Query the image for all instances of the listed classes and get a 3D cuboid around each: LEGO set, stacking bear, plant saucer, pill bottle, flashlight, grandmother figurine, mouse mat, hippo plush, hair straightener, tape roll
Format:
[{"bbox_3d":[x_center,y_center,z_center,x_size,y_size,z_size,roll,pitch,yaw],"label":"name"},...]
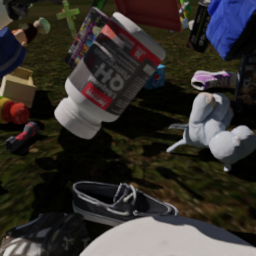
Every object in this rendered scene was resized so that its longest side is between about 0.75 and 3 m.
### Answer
[{"bbox_3d":[1.468,-3.263,8.148,0.630,0.843,0.207,-21,30,-12],"label":"LEGO set"},{"bbox_3d":[-3.674,-0.526,8.283,1.570,0.953,0.893,12,36,8],"label":"stacking bear"},{"bbox_3d":[0.396,-3.198,6.624,1.859,1.855,0.341,23,72,28],"label":"plant saucer"},{"bbox_3d":[-0.319,-0.698,4.149,0.951,1.717,0.951,36,13,-10],"label":"pill bottle"},{"bbox_3d":[-2.765,0.204,7.303,0.369,0.370,1.090,40,29,-1],"label":"flashlight"},{"bbox_3d":[-3.514,-3.128,9.402,2.004,0.607,1.215,-37,8,-25],"label":"grandmother figurine"},{"bbox_3d":[-0.865,-4.253,9.262,0.098,2.612,2.102,33,43,-10],"label":"mouse mat"},{"bbox_3d":[1.850,-4.110,9.779,1.132,2.969,1.218,-24,35,5],"label":"LEGO set"},{"bbox_3d":[2.106,0.065,6.452,1.843,1.468,1.482,-14,30,-25],"label":"hippo plush"},{"bbox_3d":[-1.159,-1.879,3.882,0.545,1.025,2.663,31,14,-23],"label":"hair straightener"},{"bbox_3d":[0.649,2.246,3.052,3.008,0.550,3.008,5,28,-3],"label":"tape roll"}]

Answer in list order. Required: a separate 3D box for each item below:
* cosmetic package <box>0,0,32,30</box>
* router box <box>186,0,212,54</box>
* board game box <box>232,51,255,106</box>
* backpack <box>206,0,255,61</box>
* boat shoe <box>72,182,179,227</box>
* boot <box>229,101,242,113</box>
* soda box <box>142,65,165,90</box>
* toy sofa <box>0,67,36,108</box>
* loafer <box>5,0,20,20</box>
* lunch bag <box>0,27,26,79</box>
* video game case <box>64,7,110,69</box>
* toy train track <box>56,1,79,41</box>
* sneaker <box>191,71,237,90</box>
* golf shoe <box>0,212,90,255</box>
[{"bbox_3d":[-3.734,-4.186,8.425,1.021,1.661,1.656,38,59,-7],"label":"cosmetic package"},{"bbox_3d":[2.521,-3.461,8.405,0.628,1.515,2.021,25,59,12],"label":"router box"},{"bbox_3d":[4.212,-1.584,9.173,1.211,1.788,0.309,1,28,3],"label":"board game box"},{"bbox_3d":[2.132,-2.078,5.130,1.202,1.479,1.241,-21,66,-13],"label":"backpack"},{"bbox_3d":[-0.066,1.319,4.958,1.945,0.659,0.698,8,29,14],"label":"boat shoe"},{"bbox_3d":[3.194,-0.651,9.099,0.782,0.257,0.645,-6,27,-3],"label":"boot"},{"bbox_3d":[0.384,-2.418,11.749,0.866,0.819,2.553,-19,34,-31],"label":"soda box"},{"bbox_3d":[-3.863,-1.330,9.733,0.957,1.127,2.310,13,18,-27],"label":"toy sofa"},{"bbox_3d":[-2.857,-3.106,6.903,0.398,0.411,1.172,2,66,-37],"label":"loafer"},{"bbox_3d":[-3.336,-1.965,7.516,0.936,0.911,1.378,-27,37,11],"label":"lunch bag"},{"bbox_3d":[-0.729,-1.996,7.414,1.523,1.680,0.301,39,27,6],"label":"video game case"},{"bbox_3d":[-1.984,-3.685,9.844,0.830,1.447,0.235,-27,34,-22],"label":"toy train track"},{"bbox_3d":[3.311,-1.711,10.768,1.738,0.630,0.991,6,34,25],"label":"sneaker"},{"bbox_3d":[-1.483,1.927,3.805,1.026,0.844,2.172,6,20,26],"label":"golf shoe"}]
